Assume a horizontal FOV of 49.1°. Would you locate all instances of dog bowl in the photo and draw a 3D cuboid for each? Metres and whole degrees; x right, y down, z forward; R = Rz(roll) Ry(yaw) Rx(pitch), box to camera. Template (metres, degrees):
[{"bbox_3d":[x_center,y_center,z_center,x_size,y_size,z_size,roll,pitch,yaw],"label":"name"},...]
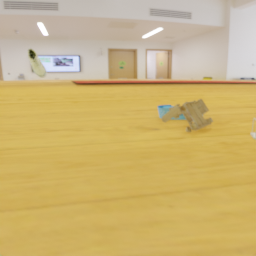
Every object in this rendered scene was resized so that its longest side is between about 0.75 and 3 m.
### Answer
[{"bbox_3d":[2.249,-0.666,11.961,2.022,0.501,1.127,1,13,3],"label":"dog bowl"}]

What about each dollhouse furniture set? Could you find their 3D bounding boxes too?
[{"bbox_3d":[2.088,-0.296,9.817,0.887,1.039,2.004,-39,-16,36],"label":"dollhouse furniture set"}]

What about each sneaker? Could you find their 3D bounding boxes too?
[{"bbox_3d":[-2.784,-1.944,8.415,0.363,0.995,0.352,-32,-16,-9],"label":"sneaker"}]

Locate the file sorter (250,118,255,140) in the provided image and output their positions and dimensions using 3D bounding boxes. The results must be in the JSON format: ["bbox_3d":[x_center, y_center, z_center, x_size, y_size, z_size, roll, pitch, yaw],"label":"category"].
[{"bbox_3d":[4.348,0.025,8.605,0.955,0.595,0.663,3,12,14],"label":"file sorter"}]
